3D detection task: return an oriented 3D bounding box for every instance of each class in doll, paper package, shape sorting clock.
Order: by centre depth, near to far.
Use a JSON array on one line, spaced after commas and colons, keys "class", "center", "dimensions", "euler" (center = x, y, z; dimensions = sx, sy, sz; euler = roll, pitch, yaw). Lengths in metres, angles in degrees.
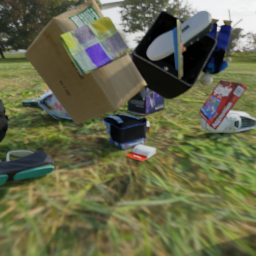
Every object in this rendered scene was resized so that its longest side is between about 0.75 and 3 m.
[{"class": "shape sorting clock", "center": [1.294, -1.958, 7.043], "dimensions": [0.281, 1.431, 1.431], "euler": [-6, 17, 11]}, {"class": "paper package", "center": [-1.364, -1.824, 8.666], "dimensions": [1.530, 2.958, 2.820], "euler": [-44, 18, -34]}, {"class": "doll", "center": [3.536, -3.179, 11.980], "dimensions": [1.897, 2.780, 0.674], "euler": [8, 19, -1]}]

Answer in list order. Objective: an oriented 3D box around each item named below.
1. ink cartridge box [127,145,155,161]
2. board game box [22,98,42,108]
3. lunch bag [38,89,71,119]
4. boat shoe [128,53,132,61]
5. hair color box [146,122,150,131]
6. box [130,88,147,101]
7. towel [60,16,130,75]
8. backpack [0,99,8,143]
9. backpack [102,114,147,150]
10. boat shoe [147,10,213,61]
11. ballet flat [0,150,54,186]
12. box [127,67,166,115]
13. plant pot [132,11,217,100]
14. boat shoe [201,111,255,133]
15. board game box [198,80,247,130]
[{"class": "ink cartridge box", "center": [0.447, 0.857, 9.791], "dimensions": [0.693, 0.205, 0.866], "euler": [13, 20, 34]}, {"class": "board game box", "center": [-5.271, -1.503, 17.032], "dimensions": [1.862, 0.262, 1.259], "euler": [7, 19, 22]}, {"class": "lunch bag", "center": [-3.182, -1.328, 14.467], "dimensions": [2.459, 1.563, 2.085], "euler": [8, 18, -8]}, {"class": "boat shoe", "center": [0.218, -3.028, 11.855], "dimensions": [0.394, 0.416, 1.161], "euler": [-34, 14, -16]}, {"class": "hair color box", "center": [0.762, -0.076, 12.626], "dimensions": [0.401, 0.242, 0.789], "euler": [1, 17, 3]}, {"class": "box", "center": [0.320, -1.689, 12.831], "dimensions": [0.811, 0.825, 0.511], "euler": [10, 61, 29]}, {"class": "towel", "center": [-0.708, -1.878, 6.290], "dimensions": [1.418, 1.019, 0.161], "euler": [-33, 6, -28]}, {"class": "backpack", "center": [-5.412, -0.308, 10.219], "dimensions": [2.253, 2.391, 2.930], "euler": [-13, 11, 4]}, {"class": "backpack", "center": [-0.213, 0.044, 10.900], "dimensions": [1.441, 1.062, 1.578], "euler": [-14, 23, -36]}, {"class": "boat shoe", "center": [1.597, -2.656, 8.514], "dimensions": [2.159, 0.741, 0.611], "euler": [-30, -35, 19]}, {"class": "ballet flat", "center": [-3.364, 1.120, 7.721], "dimensions": [2.632, 0.962, 0.962], "euler": [-12, 21, -41]}, {"class": "box", "center": [1.012, -2.139, 15.293], "dimensions": [1.315, 2.521, 1.866], "euler": [14, 24, 37]}, {"class": "plant pot", "center": [1.583, -2.614, 11.298], "dimensions": [2.503, 2.497, 2.220], "euler": [30, -24, 1]}, {"class": "boat shoe", "center": [4.427, -0.299, 12.019], "dimensions": [2.788, 1.025, 0.931], "euler": [-9, 19, -28]}, {"class": "board game box", "center": [2.521, -0.727, 7.803], "dimensions": [0.236, 1.247, 2.422], "euler": [34, 13, 0]}]
